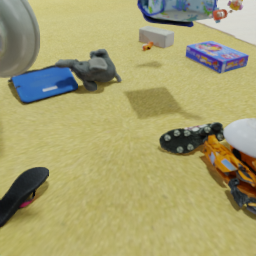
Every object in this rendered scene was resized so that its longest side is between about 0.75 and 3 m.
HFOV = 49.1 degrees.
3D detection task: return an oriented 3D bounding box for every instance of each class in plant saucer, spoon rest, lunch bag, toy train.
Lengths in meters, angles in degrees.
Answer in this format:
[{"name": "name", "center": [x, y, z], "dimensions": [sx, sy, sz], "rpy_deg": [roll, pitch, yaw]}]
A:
[{"name": "plant saucer", "center": [-1.830, -1.218, 3.492], "dimensions": [1.404, 1.404, 0.352], "rpy_deg": [5, 36, 7]}, {"name": "spoon rest", "center": [3.563, 0.510, 6.158], "dimensions": [2.902, 0.880, 1.442], "rpy_deg": [17, 29, 20]}, {"name": "lunch bag", "center": [1.224, -3.324, 7.398], "dimensions": [1.542, 1.156, 1.814], "rpy_deg": [-1, 17, -18]}, {"name": "toy train", "center": [2.261, -2.998, 6.495], "dimensions": [0.771, 1.026, 0.285], "rpy_deg": [-1, 19, 20]}]

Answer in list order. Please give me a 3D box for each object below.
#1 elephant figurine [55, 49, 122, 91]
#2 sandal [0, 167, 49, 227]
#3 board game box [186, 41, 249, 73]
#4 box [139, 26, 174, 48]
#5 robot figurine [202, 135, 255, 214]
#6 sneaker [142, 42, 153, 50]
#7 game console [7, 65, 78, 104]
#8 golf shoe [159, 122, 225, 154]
[{"name": "elephant figurine", "center": [-1.283, -1.887, 9.450], "dimensions": [1.405, 1.281, 1.811], "rpy_deg": [0, 25, 26]}, {"name": "sandal", "center": [-2.152, 1.369, 5.557], "dimensions": [0.565, 0.339, 1.504], "rpy_deg": [17, 52, 31]}, {"name": "board game box", "center": [3.630, -2.995, 11.613], "dimensions": [1.424, 0.474, 2.118], "rpy_deg": [-18, 39, -23]}, {"name": "box", "center": [1.359, -4.415, 13.524], "dimensions": [1.607, 0.625, 0.763], "rpy_deg": [29, 44, 35]}, {"name": "robot figurine", "center": [2.632, 0.887, 5.906], "dimensions": [1.566, 0.629, 2.160], "rpy_deg": [-15, 37, -17]}, {"name": "sneaker", "center": [0.953, -3.769, 12.979], "dimensions": [0.312, 0.295, 0.808], "rpy_deg": [39, 50, 13]}, {"name": "game console", "center": [-2.982, -1.513, 9.751], "dimensions": [1.943, 1.150, 1.658], "rpy_deg": [-21, 71, -26]}, {"name": "golf shoe", "center": [1.569, 0.257, 6.990], "dimensions": [1.613, 0.623, 0.711], "rpy_deg": [-10, 2, 2]}]
